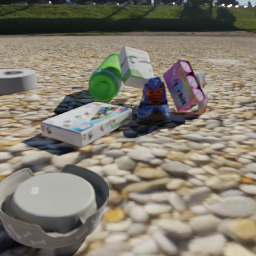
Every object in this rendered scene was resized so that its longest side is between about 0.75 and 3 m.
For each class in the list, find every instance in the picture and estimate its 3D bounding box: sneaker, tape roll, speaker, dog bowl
[{"bbox_3d":[0.778,-0.960,8.849,1.012,1.054,2.687,-1,22,1],"label":"sneaker"},{"bbox_3d":[2.223,-1.149,9.317,0.718,0.591,1.560,-3,59,7],"label":"sneaker"},{"bbox_3d":[-5.030,-2.057,12.127,2.009,0.664,2.009,0,21,0],"label":"tape roll"},{"bbox_3d":[-0.666,-2.093,11.115,1.236,1.236,2.796,4,31,10],"label":"speaker"},{"bbox_3d":[-1.068,1.074,4.057,1.565,0.459,1.565,5,19,-2],"label":"dog bowl"}]

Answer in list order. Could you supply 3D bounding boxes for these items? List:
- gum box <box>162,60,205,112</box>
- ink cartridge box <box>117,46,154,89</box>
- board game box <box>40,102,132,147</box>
[{"bbox_3d":[1.777,-1.301,8.961,0.495,1.497,0.850,-4,-24,-37],"label":"gum box"},{"bbox_3d":[0.280,-2.180,10.205,1.045,0.603,1.430,6,57,-29],"label":"ink cartridge box"},{"bbox_3d":[-1.075,-0.191,7.808,1.426,0.391,2.259,14,26,31],"label":"board game box"}]
